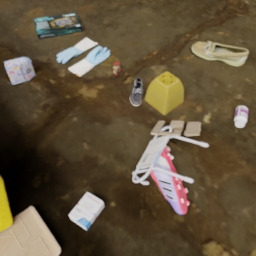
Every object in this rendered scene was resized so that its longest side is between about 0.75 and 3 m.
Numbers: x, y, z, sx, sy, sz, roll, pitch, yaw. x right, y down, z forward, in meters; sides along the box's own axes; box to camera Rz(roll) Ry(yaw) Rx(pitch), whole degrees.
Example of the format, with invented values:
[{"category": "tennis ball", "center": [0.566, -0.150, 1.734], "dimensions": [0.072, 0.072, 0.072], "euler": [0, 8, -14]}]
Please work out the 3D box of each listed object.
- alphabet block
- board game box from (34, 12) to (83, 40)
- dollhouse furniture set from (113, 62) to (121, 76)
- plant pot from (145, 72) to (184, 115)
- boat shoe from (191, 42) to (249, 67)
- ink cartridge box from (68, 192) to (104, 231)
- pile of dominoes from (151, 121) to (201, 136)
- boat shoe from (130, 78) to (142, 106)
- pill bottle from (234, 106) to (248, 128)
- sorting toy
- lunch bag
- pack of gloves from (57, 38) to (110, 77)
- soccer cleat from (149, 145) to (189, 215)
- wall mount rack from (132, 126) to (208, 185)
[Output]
[{"category": "alphabet block", "center": [-5.020, 1.870, 7.902], "dimensions": [2.400, 2.413, 2.458], "euler": [-27, 51, -34]}, {"category": "board game box", "center": [-4.052, -5.931, 16.187], "dimensions": [2.532, 0.357, 1.713], "euler": [-14, 52, -11]}, {"category": "dollhouse furniture set", "center": [-0.602, -2.808, 13.570], "dimensions": [0.311, 0.411, 0.765], "euler": [6, 47, 18]}, {"category": "plant pot", "center": [1.606, -1.618, 12.076], "dimensions": [1.279, 1.309, 1.271], "euler": [-35, 59, -24]}, {"category": "boat shoe", "center": [4.604, -3.912, 14.157], "dimensions": [2.735, 0.860, 0.998], "euler": [23, 60, 15]}, {"category": "ink cartridge box", "center": [-1.339, 2.706, 9.138], "dimensions": [0.704, 0.412, 0.974], "euler": [27, 57, 20]}, {"category": "pile of dominoes", "center": [1.843, 0.123, 10.465], "dimensions": [1.685, 0.344, 2.161], "euler": [3, 15, 14]}, {"category": "boat shoe", "center": [0.386, -1.645, 12.624], "dimensions": [0.548, 0.473, 1.509], "euler": [7, 52, 2]}, {"category": "pill bottle", "center": [4.684, -0.445, 11.642], "dimensions": [0.506, 0.506, 0.901], "euler": [16, 53, 13]}, {"category": "sorting toy", "center": [-3.569, 3.385, 8.602], "dimensions": [2.002, 0.399, 2.708], "euler": [-35, 61, -22]}, {"category": "lunch bag", "center": [-5.052, -2.696, 13.148], "dimensions": [1.166, 0.989, 0.741], "euler": [-20, 51, -17]}, {"category": "pack of gloves", "center": [-2.323, -3.872, 14.434], "dimensions": [2.117, 0.497, 2.519], "euler": [34, 58, 23]}, {"category": "soccer cleat", "center": [1.293, 1.785, 9.745], "dimensions": [1.020, 0.890, 2.668], "euler": [-29, 56, 19]}, {"category": "wall mount rack", "center": [1.323, 1.035, 9.478], "dimensions": [0.967, 2.254, 2.594], "euler": [46, 54, -19]}]
